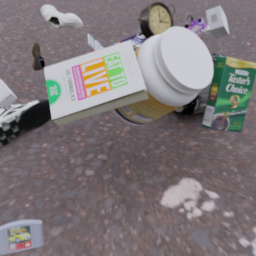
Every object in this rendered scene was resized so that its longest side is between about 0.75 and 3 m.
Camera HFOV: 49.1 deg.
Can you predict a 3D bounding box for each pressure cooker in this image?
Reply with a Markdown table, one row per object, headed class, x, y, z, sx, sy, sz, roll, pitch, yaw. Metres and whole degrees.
| class | x | y | z | sx | sy | sz | roll | pitch | yaw |
| --- | --- | --- | --- | --- | --- | --- | --- | --- | --- |
| pressure cooker | 2.500 | -1.591 | 10.584 | 2.500 | 2.233 | 2.199 | -9 | -2 | -11 |

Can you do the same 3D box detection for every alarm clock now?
| class | x | y | z | sx | sy | sz | roll | pitch | yaw |
| --- | --- | --- | --- | --- | --- | --- | --- | --- | --- |
| alarm clock | 1.153 | -3.998 | 10.431 | 2.004 | 1.351 | 0.667 | -46 | 29 | -24 |

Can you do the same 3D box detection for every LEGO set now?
| class | x | y | z | sx | sy | sz | roll | pitch | yaw |
| --- | --- | --- | --- | --- | --- | --- | --- | --- | --- |
| LEGO set | -0.864 | -2.224 | 8.979 | 0.347 | 1.055 | 1.412 | -17 | 65 | 23 |

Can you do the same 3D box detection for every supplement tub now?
| class | x | y | z | sx | sy | sz | roll | pitch | yaw |
| --- | --- | --- | --- | --- | --- | --- | --- | --- | --- |
| supplement tub | 0.721 | -1.231 | 7.257 | 1.828 | 2.532 | 1.828 | 10 | 69 | -29 |

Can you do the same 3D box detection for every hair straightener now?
| class | x | y | z | sx | sy | sz | roll | pitch | yaw |
| --- | --- | --- | --- | --- | --- | --- | --- | --- | --- |
| hair straightener | 1.948 | -2.840 | 8.613 | 0.643 | 0.342 | 1.672 | 4 | 66 | -18 |

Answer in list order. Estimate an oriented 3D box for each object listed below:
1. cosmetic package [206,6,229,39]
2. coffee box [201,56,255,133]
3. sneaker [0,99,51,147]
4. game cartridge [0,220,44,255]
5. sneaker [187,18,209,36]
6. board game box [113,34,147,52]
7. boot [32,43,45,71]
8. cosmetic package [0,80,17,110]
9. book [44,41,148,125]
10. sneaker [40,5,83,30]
| class | x | y | z | sx | sy | sz | roll | pitch | yaw |
| --- | --- | --- | --- | --- | --- | --- | --- | --- | --- |
| cosmetic package | 3.234 | -3.766 | 10.093 | 0.535 | 0.745 | 1.319 | -10 | 1 | 29 |
| coffee box | 2.528 | -0.807 | 6.975 | 1.098 | 1.786 | 0.393 | 5 | 12 | -26 |
| sneaker | -3.993 | -0.442 | 10.021 | 1.267 | 1.061 | 2.863 | 33 | 49 | 31 |
| game cartridge | -2.040 | 2.029 | 5.254 | 0.850 | 0.566 | 0.174 | -6 | 9 | -20 |
| sneaker | 1.818 | -2.776 | 7.946 | 0.994 | 0.439 | 0.400 | -33 | 25 | -10 |
| board game box | 0.881 | -4.068 | 14.777 | 2.610 | 0.740 | 2.158 | 29 | 45 | 31 |
| boot | -3.514 | -2.822 | 11.140 | 0.528 | 1.089 | 0.407 | 10 | 14 | 33 |
| cosmetic package | -3.515 | -0.967 | 7.693 | 0.492 | 0.354 | 0.873 | -45 | 64 | -7 |
| book | -0.739 | -1.006 | 6.155 | 2.060 | 0.495 | 1.376 | -17 | 68 | 4 |
| sneaker | -2.269 | -3.659 | 9.762 | 1.582 | 0.592 | 0.788 | 4 | 53 | -42 |
